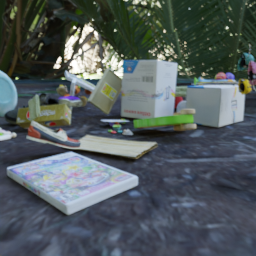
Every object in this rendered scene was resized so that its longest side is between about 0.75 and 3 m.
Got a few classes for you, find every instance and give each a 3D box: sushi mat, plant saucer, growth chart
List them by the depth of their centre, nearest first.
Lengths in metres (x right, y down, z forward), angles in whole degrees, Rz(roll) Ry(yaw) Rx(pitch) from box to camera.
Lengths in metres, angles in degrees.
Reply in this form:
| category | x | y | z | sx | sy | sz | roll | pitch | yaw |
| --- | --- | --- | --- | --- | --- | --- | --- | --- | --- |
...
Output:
| category | x | y | z | sx | sy | sz | roll | pitch | yaw |
| --- | --- | --- | --- | --- | --- | --- | --- | --- | --- |
| sushi mat | -0.523 | 0.465 | 7.398 | 2.361 | 0.143 | 1.129 | 5 | 17 | 31 |
| growth chart | -4.695 | 0.084 | 8.543 | 2.172 | 0.193 | 1.572 | 17 | 20 | 21 |
| plant saucer | -5.628 | -1.595 | 12.160 | 0.423 | 2.195 | 2.195 | -12 | 6 | 29 |

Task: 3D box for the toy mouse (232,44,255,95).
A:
| category | x | y | z | sx | sy | sz | roll | pitch | yaw |
| --- | --- | --- | --- | --- | --- | --- | --- | --- | --- |
| toy mouse | 3.953 | -1.869 | 9.065 | 0.366 | 1.680 | 1.890 | -2 | 26 | 1 |

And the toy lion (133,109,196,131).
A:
| category | x | y | z | sx | sy | sz | roll | pitch | yaw |
| --- | --- | --- | --- | --- | --- | --- | --- | --- | --- |
| toy lion | 1.076 | -0.185 | 8.923 | 1.778 | 0.637 | 1.855 | -4 | -2 | -2 |

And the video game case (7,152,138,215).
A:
| category | x | y | z | sx | sy | sz | roll | pitch | yaw |
| --- | --- | --- | --- | --- | --- | --- | --- | --- | --- |
| video game case | -1.128 | 0.937 | 5.420 | 2.186 | 0.197 | 1.565 | 12 | 17 | 44 |

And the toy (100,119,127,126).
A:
| category | x | y | z | sx | sy | sz | roll | pitch | yaw |
| --- | --- | --- | --- | --- | --- | --- | --- | --- | --- |
| toy | -0.479 | -0.180 | 10.376 | 0.572 | 0.235 | 0.994 | 7 | 10 | 42 |

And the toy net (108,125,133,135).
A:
| category | x | y | z | sx | sy | sz | roll | pitch | yaw |
| --- | --- | --- | --- | --- | --- | --- | --- | --- | --- |
| toy net | -0.242 | 0.087 | 9.285 | 0.489 | 0.180 | 0.932 | -12 | 17 | -42 |

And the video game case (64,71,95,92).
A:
| category | x | y | z | sx | sy | sz | roll | pitch | yaw |
| --- | --- | --- | --- | --- | --- | --- | --- | --- | --- |
| video game case | -2.286 | -2.202 | 13.698 | 1.677 | 0.192 | 1.526 | 25 | 12 | -23 |

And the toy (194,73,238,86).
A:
| category | x | y | z | sx | sy | sz | roll | pitch | yaw |
| --- | --- | --- | --- | --- | --- | --- | --- | --- | --- |
| toy | 3.728 | -2.008 | 11.523 | 2.035 | 0.480 | 1.172 | -5 | 8 | 2 |

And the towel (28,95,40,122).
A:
| category | x | y | z | sx | sy | sz | roll | pitch | yaw |
| --- | --- | --- | --- | --- | --- | --- | --- | --- | --- |
| towel | -3.001 | -0.622 | 8.921 | 0.141 | 0.770 | 0.572 | 11 | -28 | -43 |

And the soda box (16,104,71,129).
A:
| category | x | y | z | sx | sy | sz | roll | pitch | yaw |
| --- | --- | --- | --- | --- | --- | --- | --- | --- | --- |
| soda box | -2.845 | -0.379 | 9.514 | 1.729 | 0.586 | 0.553 | -5 | -23 | 10 |

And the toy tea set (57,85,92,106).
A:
| category | x | y | z | sx | sy | sz | roll | pitch | yaw |
| --- | --- | --- | --- | --- | --- | --- | --- | --- | --- |
| toy tea set | -2.806 | -1.825 | 15.348 | 2.071 | 1.231 | 0.766 | 0 | 26 | 7 |

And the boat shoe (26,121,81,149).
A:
| category | x | y | z | sx | sy | sz | roll | pitch | yaw |
| --- | --- | --- | --- | --- | --- | --- | --- | --- | --- |
| boat shoe | -1.767 | 0.208 | 6.868 | 1.358 | 0.425 | 0.483 | 17 | -3 | -28 |

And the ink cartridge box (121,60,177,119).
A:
| category | x | y | z | sx | sy | sz | roll | pitch | yaw |
| --- | --- | --- | --- | --- | --- | --- | --- | --- | --- |
| ink cartridge box | 0.863 | -1.575 | 11.673 | 1.708 | 2.320 | 1.678 | 10 | 13 | 36 |

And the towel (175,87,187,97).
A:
| category | x | y | z | sx | sy | sz | roll | pitch | yaw |
| --- | --- | --- | --- | --- | --- | --- | --- | --- | --- |
| towel | 3.091 | -1.793 | 13.759 | 2.966 | 0.541 | 2.201 | -1 | 7 | -4 |

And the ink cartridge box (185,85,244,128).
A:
| category | x | y | z | sx | sy | sz | roll | pitch | yaw |
| --- | --- | --- | --- | --- | --- | --- | --- | --- | --- |
| ink cartridge box | 3.405 | -0.932 | 10.915 | 1.982 | 1.434 | 1.459 | -11 | 16 | -44 |

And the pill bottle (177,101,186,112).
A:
| category | x | y | z | sx | sy | sz | roll | pitch | yaw |
| --- | --- | --- | --- | --- | --- | --- | --- | --- | --- |
| pill bottle | 2.754 | -0.846 | 12.131 | 0.762 | 0.762 | 1.315 | 11 | 17 | 40 |

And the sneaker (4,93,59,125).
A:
| category | x | y | z | sx | sy | sz | roll | pitch | yaw |
| --- | --- | --- | --- | --- | --- | --- | --- | --- | --- |
| sneaker | -3.554 | -0.736 | 10.496 | 2.107 | 1.207 | 0.806 | -3 | 47 | -13 |

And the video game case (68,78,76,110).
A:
| category | x | y | z | sx | sy | sz | roll | pitch | yaw |
| --- | --- | --- | --- | --- | --- | --- | --- | --- | --- |
| video game case | -2.424 | -1.435 | 12.095 | 0.163 | 1.297 | 1.425 | 8 | 16 | -11 |

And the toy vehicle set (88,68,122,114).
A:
| category | x | y | z | sx | sy | sz | roll | pitch | yaw |
| --- | --- | --- | --- | --- | --- | --- | --- | --- | --- |
| toy vehicle set | -0.891 | -1.571 | 12.011 | 1.050 | 1.691 | 0.224 | 36 | -15 | -33 |

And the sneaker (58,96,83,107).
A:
| category | x | y | z | sx | sy | sz | roll | pitch | yaw |
| --- | --- | --- | --- | --- | --- | --- | --- | --- | --- |
| sneaker | -2.309 | -1.065 | 10.889 | 1.000 | 0.348 | 0.497 | 3 | 36 | -39 |

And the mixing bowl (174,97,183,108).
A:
| category | x | y | z | sx | sy | sz | roll | pitch | yaw |
| --- | --- | --- | --- | --- | --- | --- | --- | --- | --- |
| mixing bowl | 2.264 | -1.639 | 15.406 | 1.655 | 0.896 | 1.655 | 0 | 14 | 0 |
